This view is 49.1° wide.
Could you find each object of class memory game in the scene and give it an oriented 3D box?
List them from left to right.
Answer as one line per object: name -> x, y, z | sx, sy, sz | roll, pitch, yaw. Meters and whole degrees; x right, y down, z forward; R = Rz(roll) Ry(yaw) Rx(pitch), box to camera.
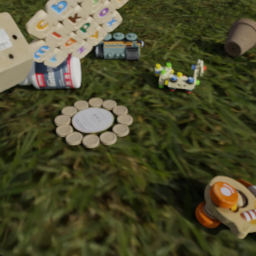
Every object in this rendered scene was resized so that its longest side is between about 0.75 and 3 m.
memory game -> -1.019, -0.196, 8.269 | 2.300, 0.147, 2.300 | 0, 39, 0

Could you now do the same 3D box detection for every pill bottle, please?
pill bottle -> -2.719, -1.936, 9.597 | 2.020, 1.208, 1.208 | -2, 39, -1

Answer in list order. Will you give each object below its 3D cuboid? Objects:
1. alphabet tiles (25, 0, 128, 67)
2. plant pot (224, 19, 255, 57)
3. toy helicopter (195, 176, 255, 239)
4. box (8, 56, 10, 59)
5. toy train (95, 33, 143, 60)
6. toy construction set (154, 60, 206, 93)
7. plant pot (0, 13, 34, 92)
alphabet tiles -> -1.157, -2.555, 6.770 | 0.207, 2.840, 2.778 | 53, 13, 7
plant pot -> 4.707, -3.681, 11.864 | 1.397, 1.397, 1.218 | 28, 66, 31
toy helicopter -> 2.560, 1.749, 5.510 | 2.219, 0.875, 1.468 | 37, 41, 23
box -> -4.265, -2.364, 10.796 | 1.537, 0.378, 1.592 | 1, 39, 5
toy train -> -0.392, -3.363, 11.732 | 2.051, 0.874, 1.169 | 0, 48, 0
toy construction set -> 1.808, -1.813, 9.830 | 1.826, 0.841, 1.198 | -4, 37, 12
plant pot -> -2.544, -1.364, 5.180 | 1.160, 1.310, 1.309 | -13, 22, 45
